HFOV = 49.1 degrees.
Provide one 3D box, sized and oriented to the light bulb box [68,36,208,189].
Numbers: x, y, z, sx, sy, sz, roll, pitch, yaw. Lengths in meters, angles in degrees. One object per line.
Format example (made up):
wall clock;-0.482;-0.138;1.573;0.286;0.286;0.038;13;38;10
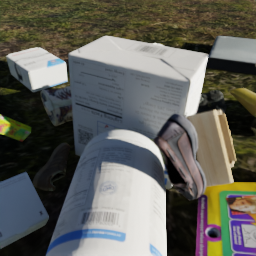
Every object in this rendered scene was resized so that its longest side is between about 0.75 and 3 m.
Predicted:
light bulb box;0.184;-0.415;6.149;2.484;2.506;1.564;17;36;20

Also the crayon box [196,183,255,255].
crayon box;2.121;1.825;3.955;2.224;0.751;2.578;-2;26;17

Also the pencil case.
pencil case;-1.129;-0.852;8.016;2.662;1.036;1.191;-18;-5;-26

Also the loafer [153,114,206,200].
loafer;0.749;0.593;4.308;0.570;1.809;0.650;-38;44;-19

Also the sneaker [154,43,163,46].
sneaker;1.283;-3.245;11.938;0.916;0.601;1.592;16;36;25

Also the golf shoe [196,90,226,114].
golf shoe;1.463;-0.481;7.896;2.388;0.928;1.128;-5;4;6

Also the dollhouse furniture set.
dollhouse furniture set;2.817;-0.007;5.179;2.950;2.710;1.919;-13;1;23

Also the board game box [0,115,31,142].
board game box;-2.840;0.015;6.816;0.807;0.410;0.192;28;32;-38

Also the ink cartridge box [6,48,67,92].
ink cartridge box;-3.322;-2.167;10.202;1.383;0.798;1.907;-27;44;-32

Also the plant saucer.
plant saucer;3.482;-0.519;7.354;1.338;0.324;1.338;33;13;-31

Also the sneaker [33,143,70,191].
sneaker;-1.563;0.887;6.261;0.496;0.463;1.313;22;45;7

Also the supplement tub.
supplement tub;-0.215;1.366;4.439;1.640;1.640;2.486;3;34;5

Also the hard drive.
hard drive;4.633;-3.182;11.945;2.078;0.490;2.978;12;37;17

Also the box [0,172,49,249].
box;-2.032;1.440;4.868;0.935;0.615;0.940;-21;71;-33
